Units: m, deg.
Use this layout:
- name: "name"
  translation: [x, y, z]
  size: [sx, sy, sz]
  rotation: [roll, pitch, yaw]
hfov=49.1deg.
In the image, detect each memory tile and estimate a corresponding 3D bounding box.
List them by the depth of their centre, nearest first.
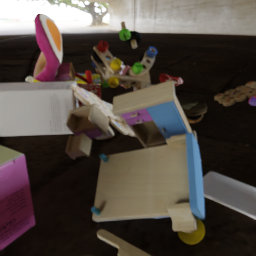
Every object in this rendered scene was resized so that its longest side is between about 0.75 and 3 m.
- name: "memory tile"
  translation: [4.213, -1.310, 10.530]
  size: [1.722, 0.145, 1.320]
  rotation: [-21, 19, 4]

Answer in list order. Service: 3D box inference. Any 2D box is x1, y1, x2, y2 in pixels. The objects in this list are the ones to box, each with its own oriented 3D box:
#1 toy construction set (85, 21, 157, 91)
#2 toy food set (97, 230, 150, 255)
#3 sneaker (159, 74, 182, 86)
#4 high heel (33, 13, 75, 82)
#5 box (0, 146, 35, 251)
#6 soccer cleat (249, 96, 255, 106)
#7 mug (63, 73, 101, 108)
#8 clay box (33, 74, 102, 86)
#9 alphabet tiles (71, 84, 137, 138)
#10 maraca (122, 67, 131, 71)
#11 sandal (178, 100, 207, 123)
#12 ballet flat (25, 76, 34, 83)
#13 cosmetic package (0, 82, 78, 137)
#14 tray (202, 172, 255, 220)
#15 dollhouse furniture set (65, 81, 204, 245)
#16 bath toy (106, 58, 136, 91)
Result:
- name: "toy construction set"
  translation: [-0.261, -1.635, 9.933]
  size: [2.940, 2.259, 2.452]
  rotation: [-25, -24, 35]
- name: "toy food set"
  translation: [-0.576, 2.042, 3.235]
  size: [1.277, 0.371, 1.850]
  rotation: [12, 30, 44]
- name: "sneaker"
  translation: [2.100, -2.304, 13.529]
  size: [1.152, 0.451, 0.665]
  rotation: [33, 29, 33]
- name: "high heel"
  translation: [-2.530, -2.157, 8.097]
  size: [1.395, 0.979, 2.908]
  rotation: [-3, -15, 2]
- name: "box"
  translation: [-3.332, 1.102, 4.031]
  size: [2.831, 1.369, 2.491]
  rotation: [14, 26, 28]
- name: "soccer cleat"
  translation: [5.329, -1.065, 10.308]
  size: [1.806, 0.602, 0.690]
  rotation: [-10, 42, -16]
- name: "mug"
  translation: [-1.764, -1.275, 9.829]
  size: [1.533, 1.360, 1.023]
  rotation: [-1, 11, -11]
- name: "clay box"
  translation: [-2.379, -1.891, 12.033]
  size: [2.820, 0.671, 1.620]
  rotation: [5, 22, 6]
- name: "alphabet tiles"
  translation: [-0.577, -0.470, 7.613]
  size: [2.062, 0.154, 2.109]
  rotation: [42, 10, 23]
- name: "maraca"
  translation: [0.150, -2.321, 12.638]
  size: [1.147, 0.614, 0.786]
  rotation: [40, 18, -8]
- name: "sandal"
  translation: [1.969, -0.507, 8.951]
  size: [0.992, 0.663, 2.428]
  rotation: [14, 11, 14]
- name: "ballet flat"
  translation: [-4.798, -2.391, 13.791]
  size: [0.870, 0.278, 0.329]
  rotation: [19, 30, 39]
- name: "cosmetic package"
  translation: [-2.767, -0.565, 8.038]
  size: [2.538, 1.366, 1.077]
  rotation: [0, 22, -4]
- name: "tray"
  translation: [2.038, 1.290, 5.137]
  size: [1.576, 0.175, 0.846]
  rotation: [19, 30, 38]
- name: "dollhouse furniture set"
  translation: [0.178, 0.935, 5.437]
  size: [2.634, 1.821, 2.790]
  rotation: [-14, 49, 21]
- name: "bath toy"
  translation: [-0.167, -2.113, 11.725]
  size: [2.383, 0.881, 1.036]
  rotation: [35, -3, 22]
